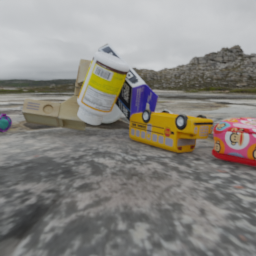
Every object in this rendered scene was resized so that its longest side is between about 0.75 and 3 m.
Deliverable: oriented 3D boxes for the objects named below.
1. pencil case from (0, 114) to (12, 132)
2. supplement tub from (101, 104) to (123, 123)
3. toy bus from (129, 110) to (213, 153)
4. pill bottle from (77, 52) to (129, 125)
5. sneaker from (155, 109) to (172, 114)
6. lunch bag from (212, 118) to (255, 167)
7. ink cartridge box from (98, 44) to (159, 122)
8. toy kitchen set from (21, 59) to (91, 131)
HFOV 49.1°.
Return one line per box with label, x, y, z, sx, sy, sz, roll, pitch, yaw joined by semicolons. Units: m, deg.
pencil case;-5.734;-0.279;11.927;1.699;0.785;0.723;8;5;32
supplement tub;-1.111;-1.296;14.360;1.975;1.975;2.716;0;10;-2
toy bus;1.224;0.045;8.848;0.945;1.137;2.904;-1;8;-35
pill bottle;-0.917;-1.268;9.362;1.236;2.262;1.236;22;22;-9
sneaker;2.069;-0.698;14.971;1.626;0.576;0.594;-1;10;-8
lunch bag;3.711;0.336;7.485;2.274;1.058;2.582;8;13;40
ink cartridge box;-0.060;-1.395;10.985;0.622;2.866;2.839;-36;-19;-15
toy kitchen set;-2.596;-1.668;10.894;2.460;2.727;2.225;8;-22;-7
